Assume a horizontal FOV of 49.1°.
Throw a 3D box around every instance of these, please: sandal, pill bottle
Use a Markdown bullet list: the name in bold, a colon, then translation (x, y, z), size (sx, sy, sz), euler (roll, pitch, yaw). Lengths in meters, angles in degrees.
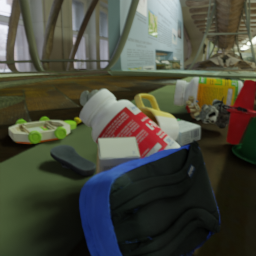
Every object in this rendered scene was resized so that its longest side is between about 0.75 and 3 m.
- **sandal**: translation (-1.454, 0.860, 7.059), size (0.617, 0.347, 1.622), euler (-16, 31, -39)
- **pill bottle**: translation (3.636, -1.490, 12.950), size (2.865, 1.591, 1.591), euler (7, 16, 12)
- **pill bottle**: translation (-0.005, 0.172, 5.996), size (2.075, 1.165, 1.165), euler (42, 26, 8)

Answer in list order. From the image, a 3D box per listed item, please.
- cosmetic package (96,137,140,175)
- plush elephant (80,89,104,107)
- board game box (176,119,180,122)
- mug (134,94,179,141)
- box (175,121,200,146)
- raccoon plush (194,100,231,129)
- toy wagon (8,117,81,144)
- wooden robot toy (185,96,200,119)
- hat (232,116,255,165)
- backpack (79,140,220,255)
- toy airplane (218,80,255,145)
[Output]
- **cosmetic package**: translation (-0.231, 0.799, 5.141), size (0.706, 1.342, 0.477), euler (-1, 44, -11)
- **plush elephant**: translation (-1.264, -1.056, 12.086), size (1.465, 1.377, 1.779), euler (9, 18, 31)
- **board game box**: translation (1.564, -0.250, 11.381), size (0.893, 0.180, 0.683), euler (11, 19, 34)
- **mug**: translation (0.835, -0.098, 8.294), size (1.332, 1.664, 1.366), euler (17, 13, 41)
- **box**: translation (1.734, 0.157, 9.155), size (0.844, 0.481, 0.917), euler (-15, 22, -29)
- **raccoon plush**: translation (2.987, -0.607, 10.364), size (1.227, 0.886, 1.832), euler (14, 17, -9)
- **toy wagon**: translation (-2.779, 0.040, 9.754), size (2.456, 0.486, 1.905), euler (-9, 18, -32)
- **wooden robot toy**: translation (2.729, -0.703, 11.914), size (0.624, 0.643, 1.417), euler (-7, 45, -8)
- **hat**: translation (3.944, -0.277, 7.653), size (2.032, 2.160, 2.453), euler (-7, 16, -27)
- **backpack**: translation (0.207, 1.161, 3.911), size (1.768, 1.437, 1.484), euler (-15, -7, -42)
- **toy airplane**: translation (3.889, -0.402, 8.688), size (2.202, 2.202, 0.405), euler (4, -7, 16)
